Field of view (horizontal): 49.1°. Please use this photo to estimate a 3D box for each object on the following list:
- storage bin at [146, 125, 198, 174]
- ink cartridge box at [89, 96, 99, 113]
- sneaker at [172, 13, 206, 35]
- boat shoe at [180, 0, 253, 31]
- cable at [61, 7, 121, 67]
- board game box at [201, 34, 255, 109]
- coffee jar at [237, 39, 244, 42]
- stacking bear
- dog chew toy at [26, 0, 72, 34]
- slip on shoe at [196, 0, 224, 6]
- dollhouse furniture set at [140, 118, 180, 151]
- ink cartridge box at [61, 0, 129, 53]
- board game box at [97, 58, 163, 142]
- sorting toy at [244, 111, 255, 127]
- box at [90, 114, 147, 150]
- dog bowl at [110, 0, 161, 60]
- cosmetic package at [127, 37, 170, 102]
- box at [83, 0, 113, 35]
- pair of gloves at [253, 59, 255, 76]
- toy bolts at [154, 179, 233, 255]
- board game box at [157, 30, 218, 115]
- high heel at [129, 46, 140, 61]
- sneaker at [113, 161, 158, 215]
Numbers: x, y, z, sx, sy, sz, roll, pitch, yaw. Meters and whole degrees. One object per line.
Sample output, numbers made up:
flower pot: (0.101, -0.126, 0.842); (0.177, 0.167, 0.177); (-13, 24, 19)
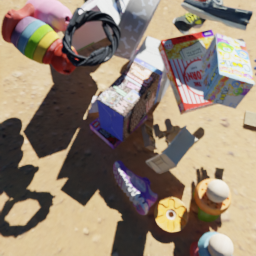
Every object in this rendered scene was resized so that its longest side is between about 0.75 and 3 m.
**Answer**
storage bin: (1.320, 0.704, 8.667); (0.594, 1.258, 1.267); (45, 62, -2)
ink cartridge box: (-1.109, -0.988, 11.299); (1.084, 0.362, 0.628); (-9, 42, 15)
sneaker: (2.112, -3.636, 9.219); (1.725, 0.730, 0.642); (-34, 83, -40)
boat shoe: (2.638, -3.528, 8.360); (2.109, 0.652, 0.790); (23, 19, 8)
cable: (-1.078, -2.538, 8.177); (1.593, 0.496, 1.952); (21, 71, -13)
board game box: (2.481, -1.467, 7.158); (0.882, 0.898, 1.712); (15, 50, -5)
coffee jar: (4.035, -2.837, 10.129); (0.321, 0.751, 0.392); (3, 57, 25)
stacking bear: (-2.653, -2.625, 8.964); (2.335, 1.328, 1.418); (35, 39, -5)
dog chew toy: (-2.676, -3.818, 9.601); (2.049, 1.276, 1.276); (24, 60, 38)
slip on shoe: (2.718, -4.313, 9.690); (0.579, 0.701, 1.892); (-42, 24, 8)
dollhouse furniture set: (1.257, 0.145, 10.361); (1.397, 1.284, 0.909); (-26, 58, 26)
ink cartridge box: (-1.151, -4.312, 10.796); (1.915, 1.153, 2.635); (-15, 34, 33)
board game box: (0.068, -0.996, 10.221); (1.138, 1.873, 2.350); (33, 65, 16)
sorting toy: (5.211, -0.283, 11.285); (1.001, 0.134, 0.746); (16, 56, 9)
box: (-0.364, -0.239, 11.091); (1.325, 0.379, 1.936); (39, 67, 21)
dog bowl: (0.289, -3.773, 10.094); (0.852, 2.904, 2.904); (27, 62, -4)
cosmetic package: (1.050, -2.429, 11.698); (1.580, 1.570, 1.888); (23, 63, 13)
box: (-1.018, -5.913, 13.090); (2.018, 2.717, 1.689); (-15, 60, -9)
pair of gloves: (4.478, -1.362, 8.796); (0.233, 1.645, 2.046); (-12, 104, -2)
toy bolts: (2.138, 2.882, 8.440); (2.426, 1.762, 2.540); (-8, 60, -5)
board game box: (2.195, -1.813, 9.028); (1.827, 0.559, 2.412); (-16, 80, -10)
high heel: (0.635, -3.735, 12.934); (1.629, 0.781, 0.549); (-33, 65, -18)
sneaker: (0.265, 1.927, 9.638); (0.902, 0.820, 2.039); (-29, 68, -23)
